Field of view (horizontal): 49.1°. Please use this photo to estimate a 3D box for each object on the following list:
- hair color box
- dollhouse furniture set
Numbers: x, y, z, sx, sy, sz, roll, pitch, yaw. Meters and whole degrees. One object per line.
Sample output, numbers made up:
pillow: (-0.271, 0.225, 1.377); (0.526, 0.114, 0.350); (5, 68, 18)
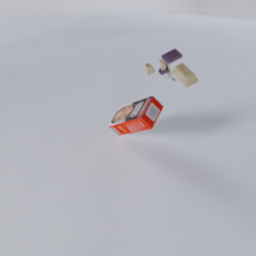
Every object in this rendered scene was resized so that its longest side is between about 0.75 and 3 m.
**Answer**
hair color box: (0.230, -0.390, 10.135); (2.062, 0.631, 1.047); (-14, 40, 54)
dollhouse furniture set: (1.577, -1.634, 9.887); (1.355, 1.214, 1.711); (-28, 50, -4)
